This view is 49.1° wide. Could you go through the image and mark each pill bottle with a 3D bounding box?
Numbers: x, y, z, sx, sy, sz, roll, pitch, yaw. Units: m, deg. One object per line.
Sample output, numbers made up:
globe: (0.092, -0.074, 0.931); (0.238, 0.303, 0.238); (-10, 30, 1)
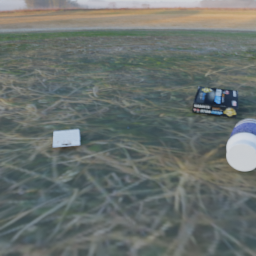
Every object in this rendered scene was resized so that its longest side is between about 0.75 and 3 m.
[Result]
pill bottle: (2.924, 0.410, 6.898); (0.865, 0.865, 1.495); (12, 26, 25)

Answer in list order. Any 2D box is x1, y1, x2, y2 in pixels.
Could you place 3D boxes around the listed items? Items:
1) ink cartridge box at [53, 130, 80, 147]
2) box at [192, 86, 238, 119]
ink cartridge box: (-1.730, 0.361, 7.868); (0.736, 0.258, 0.906); (-5, 32, -10)
box: (3.272, -0.989, 10.447); (1.530, 0.443, 1.925); (10, 28, 17)
